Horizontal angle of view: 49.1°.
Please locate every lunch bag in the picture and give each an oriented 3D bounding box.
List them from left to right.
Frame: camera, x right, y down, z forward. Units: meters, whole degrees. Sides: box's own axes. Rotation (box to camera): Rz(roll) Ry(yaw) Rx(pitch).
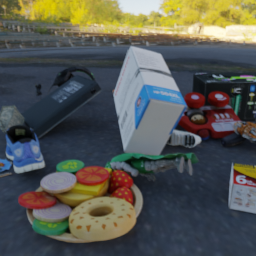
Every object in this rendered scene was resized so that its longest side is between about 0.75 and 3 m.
[{"bbox_3d":[-3.949,-0.124,9.377,0.567,0.791,0.964,-4,56,6],"label":"lunch bag"}]

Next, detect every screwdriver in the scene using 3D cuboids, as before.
[{"bbox_3d":[4.287,0.075,9.325,2.736,0.398,0.382,-20,35,-14],"label":"screwdriver"}]

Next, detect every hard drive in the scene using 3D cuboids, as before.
[{"bbox_3d":[-2.625,-0.916,10.608,2.873,0.472,2.005,-39,35,-16],"label":"hard drive"}]

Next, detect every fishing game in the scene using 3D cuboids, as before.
[{"bbox_3d":[-3.667,1.031,7.656,0.893,0.194,1.247,-12,26,-33],"label":"fishing game"}]

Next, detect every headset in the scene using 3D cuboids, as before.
[{"bbox_3d":[-3.013,-2.021,13.534,2.872,1.774,1.349,-15,36,-9],"label":"headset"}]

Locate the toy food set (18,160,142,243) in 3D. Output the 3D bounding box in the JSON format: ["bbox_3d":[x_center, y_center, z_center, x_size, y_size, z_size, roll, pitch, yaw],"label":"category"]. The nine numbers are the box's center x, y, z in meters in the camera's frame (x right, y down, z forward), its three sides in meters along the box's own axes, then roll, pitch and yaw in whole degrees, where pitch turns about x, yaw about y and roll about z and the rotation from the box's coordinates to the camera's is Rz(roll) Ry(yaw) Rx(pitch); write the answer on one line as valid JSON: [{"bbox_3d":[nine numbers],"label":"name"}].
[{"bbox_3d":[-0.934,1.465,5.901,2.460,0.605,2.486,5,21,12],"label":"toy food set"}]

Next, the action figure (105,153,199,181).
[{"bbox_3d":[0.351,0.922,6.750,2.308,0.631,1.363,-9,-21,37],"label":"action figure"}]

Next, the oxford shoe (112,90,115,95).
[{"bbox_3d":[-0.367,-1.815,15.012,0.953,0.340,0.348,0,35,1],"label":"oxford shoe"}]

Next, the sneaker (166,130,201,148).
[{"bbox_3d":[1.684,0.323,9.080,1.398,0.525,0.567,15,15,40],"label":"sneaker"}]

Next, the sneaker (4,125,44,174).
[{"bbox_3d":[-2.944,0.398,7.918,0.968,1.098,2.463,-10,15,-29],"label":"sneaker"}]

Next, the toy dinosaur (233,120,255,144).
[{"bbox_3d":[4.283,0.324,8.505,1.421,1.069,2.093,-17,54,-35],"label":"toy dinosaur"}]

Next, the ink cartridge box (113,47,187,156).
[{"bbox_3d":[0.490,-0.869,8.623,1.182,2.046,2.803,8,41,-18],"label":"ink cartridge box"}]

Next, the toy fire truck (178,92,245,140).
[{"bbox_3d":[2.878,-0.303,9.993,2.206,1.237,1.852,-4,37,-6],"label":"toy fire truck"}]

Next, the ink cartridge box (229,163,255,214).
[{"bbox_3d":[3.116,1.307,6.248,1.581,0.663,1.388,6,21,18],"label":"ink cartridge box"}]

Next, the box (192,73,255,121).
[{"bbox_3d":[4.277,-1.356,11.912,2.697,1.676,2.003,-2,21,-2],"label":"box"}]
